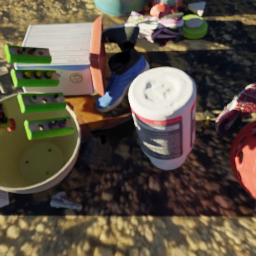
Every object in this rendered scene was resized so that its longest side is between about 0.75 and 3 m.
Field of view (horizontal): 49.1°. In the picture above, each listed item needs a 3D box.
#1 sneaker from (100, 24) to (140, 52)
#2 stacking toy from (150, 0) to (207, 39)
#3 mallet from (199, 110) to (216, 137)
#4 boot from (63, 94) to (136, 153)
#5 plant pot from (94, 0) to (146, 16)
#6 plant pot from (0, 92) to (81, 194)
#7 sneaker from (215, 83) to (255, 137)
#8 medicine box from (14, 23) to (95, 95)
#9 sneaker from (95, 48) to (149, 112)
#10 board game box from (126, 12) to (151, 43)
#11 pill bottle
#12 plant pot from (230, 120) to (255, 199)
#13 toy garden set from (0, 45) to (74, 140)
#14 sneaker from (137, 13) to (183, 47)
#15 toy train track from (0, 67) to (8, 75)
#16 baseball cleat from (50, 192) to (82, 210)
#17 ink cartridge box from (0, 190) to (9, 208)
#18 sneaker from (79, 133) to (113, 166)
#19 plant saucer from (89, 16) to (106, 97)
[{"bbox_3d":[-0.362,-2.725,8.704,1.498,0.529,0.743,-4,63,26],"label":"sneaker"},{"bbox_3d":[2.150,-5.099,11.863,2.606,1.216,2.879,7,61,4],"label":"stacking toy"},{"bbox_3d":[2.719,-0.111,9.594,0.350,0.219,1.064,19,67,8],"label":"mallet"},{"bbox_3d":[-1.101,-0.596,9.682,2.423,0.881,2.573,-27,56,-6],"label":"boot"},{"bbox_3d":[-0.383,-6.573,12.108,2.418,2.272,2.418,0,60,1],"label":"plant pot"},{"bbox_3d":[-2.718,0.673,8.092,2.838,1.906,2.838,1,61,-2],"label":"plant pot"},{"bbox_3d":[3.507,-0.652,8.975,0.798,1.979,0.739,37,19,-11],"label":"sneaker"},{"bbox_3d":[-2.394,-2.480,9.997,2.393,1.352,2.627,-2,49,-1],"label":"medicine box"},{"bbox_3d":[-0.460,-1.674,9.407,2.378,1.323,0.913,-42,50,6],"label":"sneaker"},{"bbox_3d":[0.536,-3.949,10.951,1.332,0.215,0.799,32,94,23],"label":"board game box"},{"bbox_3d":[1.028,-0.058,7.767,1.625,2.936,1.625,-6,51,7],"label":"pill bottle"},{"bbox_3d":[4.087,0.982,7.211,2.493,2.270,2.493,1,97,10],"label":"plant pot"},{"bbox_3d":[-2.667,-1.024,6.998,2.229,0.534,2.674,-8,71,-39],"label":"toy garden set"},{"bbox_3d":[0.935,-3.207,9.548,0.894,0.961,2.226,-34,31,-29],"label":"sneaker"},{"bbox_3d":[-5.580,-1.888,10.526,2.007,0.327,1.151,-26,63,-14],"label":"toy train track"},{"bbox_3d":[-1.796,2.126,8.201,0.944,0.329,0.502,5,60,2],"label":"baseball cleat"},{"bbox_3d":[-4.404,1.084,7.926,0.988,1.688,2.335,-24,62,6],"label":"ink cartridge box"},{"bbox_3d":[-0.771,0.578,8.204,0.731,1.924,0.873,20,92,7],"label":"sneaker"},{"bbox_3d":[-0.959,-2.242,8.982,0.341,1.853,1.856,-1,62,0],"label":"plant saucer"}]
